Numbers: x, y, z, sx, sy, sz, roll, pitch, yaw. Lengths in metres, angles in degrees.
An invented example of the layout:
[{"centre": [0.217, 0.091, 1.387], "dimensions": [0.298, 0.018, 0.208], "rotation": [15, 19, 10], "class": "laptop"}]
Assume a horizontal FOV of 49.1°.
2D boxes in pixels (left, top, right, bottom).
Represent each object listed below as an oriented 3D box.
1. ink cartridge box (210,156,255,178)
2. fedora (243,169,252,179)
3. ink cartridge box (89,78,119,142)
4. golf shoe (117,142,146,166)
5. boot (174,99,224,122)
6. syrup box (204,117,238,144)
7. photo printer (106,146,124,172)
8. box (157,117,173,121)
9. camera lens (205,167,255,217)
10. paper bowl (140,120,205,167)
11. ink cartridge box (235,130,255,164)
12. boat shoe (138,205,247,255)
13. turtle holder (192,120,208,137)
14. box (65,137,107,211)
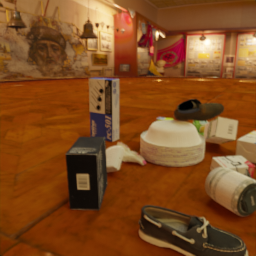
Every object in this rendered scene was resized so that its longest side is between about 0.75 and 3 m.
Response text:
[{"centre": [3.512, 1.352, 9.483], "dimensions": [1.140, 0.475, 0.828], "rotation": [-2, 22, -13], "class": "ink cartridge box"}, {"centre": [3.394, 1.668, 8.124], "dimensions": [0.406, 0.796, 0.900], "rotation": [-22, 46, 25], "class": "fedora"}, {"centre": [-1.125, -0.873, 13.225], "dimensions": [1.353, 2.878, 0.636], "rotation": [9, 18, 31], "class": "ink cartridge box"}, {"centre": [0.036, 1.107, 10.574], "dimensions": [1.378, 0.631, 0.519], "rotation": [32, -7, 25], "class": "golf shoe"}, {"centre": [2.877, -0.730, 11.312], "dimensions": [2.066, 0.772, 1.001], "rotation": [-10, -17, 8], "class": "boot"}, {"centre": [3.852, 0.159, 11.871], "dimensions": [0.830, 0.803, 2.039], "rotation": [11, -7, 4], "class": "syrup box"}, {"centre": [-0.545, 1.056, 9.728], "dimensions": [0.792, 0.330, 0.951], "rotation": [-16, 44, 39], "class": "photo printer"}, {"centre": [2.190, -0.449, 16.766], "dimensions": [0.923, 0.220, 0.563], "rotation": [7, 17, 26], "class": "box"}, {"centre": [2.792, 1.669, 7.432], "dimensions": [0.986, 0.986, 1.233], "rotation": [-8, 16, -26], "class": "camera lens"}, {"centre": [1.770, 0.488, 11.220], "dimensions": [2.562, 1.332, 2.562], "rotation": [1, 14, 0], "class": "paper bowl"}, {"centre": [5.534, 0.707, 11.249], "dimensions": [1.434, 0.830, 2.469], "rotation": [12, 19, 43], "class": "ink cartridge box"}, {"centre": [1.325, 2.209, 6.001], "dimensions": [2.320, 0.700, 0.857], "rotation": [8, 17, 27], "class": "boat shoe"}, {"centre": [3.603, -0.055, 14.057], "dimensions": [0.821, 0.878, 1.156], "rotation": [1, 14, 4], "class": "turtle holder"}, {"centre": [-1.118, 1.227, 7.903], "dimensions": [0.841, 1.616, 1.472], "rotation": [0, 15, 5], "class": "box"}]
